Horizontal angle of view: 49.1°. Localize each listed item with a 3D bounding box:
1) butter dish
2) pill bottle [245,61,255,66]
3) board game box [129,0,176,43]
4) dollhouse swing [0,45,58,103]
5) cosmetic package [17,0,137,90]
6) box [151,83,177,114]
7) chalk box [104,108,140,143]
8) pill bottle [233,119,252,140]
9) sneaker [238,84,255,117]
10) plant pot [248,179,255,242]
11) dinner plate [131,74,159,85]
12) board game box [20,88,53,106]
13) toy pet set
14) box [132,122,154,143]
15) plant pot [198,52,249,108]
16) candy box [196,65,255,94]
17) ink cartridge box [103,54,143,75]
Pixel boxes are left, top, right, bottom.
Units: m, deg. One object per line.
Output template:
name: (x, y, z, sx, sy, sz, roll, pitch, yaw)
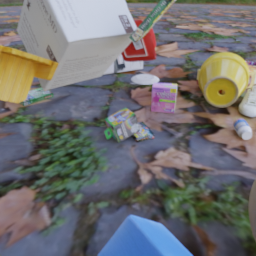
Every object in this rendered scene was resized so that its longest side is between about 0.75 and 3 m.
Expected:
butter dish: (0.434, -3.423, 10.616, 1.568, 1.572, 1.162, 7, 43, 36)
pill bottle: (6.526, -3.157, 14.596, 0.953, 0.531, 0.531, 18, 34, 28)
board game box: (0.904, -3.016, 6.886, 0.250, 2.132, 1.117, 45, 28, -5)
dollhouse swing: (-3.076, -1.334, 7.592, 1.640, 1.442, 1.491, 10, 7, -45)
cosmetic package: (-1.720, -3.073, 8.881, 2.429, 2.427, 2.944, -22, -7, -33)
box: (1.351, -1.125, 10.537, 0.894, 1.016, 0.491, 6, 30, 10)
chalk box: (-0.282, -0.038, 8.847, 1.071, 0.666, 0.663, -29, 36, -16)
pill bottle: (3.716, 0.056, 9.064, 0.433, 0.433, 0.772, 1, 31, 1)
sneaker: (4.727, -1.127, 10.722, 0.739, 0.859, 2.029, 14, 34, 21)
plant pot: (3.299, 1.439, 4.901, 2.710, 2.710, 1.819, 1, -2, 1)
dinner plate: (0.825, -2.415, 13.688, 1.376, 0.167, 1.376, 1, 31, -1)
board game box: (-3.949, -1.324, 11.716, 1.343, 0.196, 0.904, -25, 37, -36)
toy pet set: (0.903, 2.452, 3.784, 2.805, 1.490, 2.619, -18, 34, -29)
box: (0.385, 0.121, 9.200, 0.627, 0.173, 0.917, -11, 31, -18)
plant pot: (3.607, -1.704, 10.721, 1.914, 1.914, 1.800, 10, 35, 17)
candy box: (4.721, -2.304, 12.716, 2.790, 0.772, 1.611, -13, 27, -26)
ink cartridge box: (-0.867, -3.793, 15.031, 2.819, 1.187, 2.038, -12, 32, -21)
